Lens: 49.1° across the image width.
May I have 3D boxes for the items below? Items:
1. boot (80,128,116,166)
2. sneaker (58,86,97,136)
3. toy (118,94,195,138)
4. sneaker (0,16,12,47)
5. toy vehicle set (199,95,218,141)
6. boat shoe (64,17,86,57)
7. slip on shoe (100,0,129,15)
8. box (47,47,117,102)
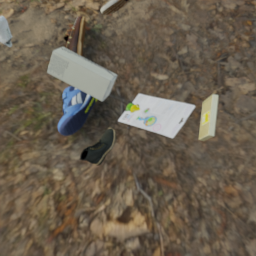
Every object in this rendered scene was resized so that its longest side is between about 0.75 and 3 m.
[{"bbox_3d":[-0.803,0.472,7.560,0.434,0.775,1.120,23,89,32],"label":"boot"},{"bbox_3d":[-1.957,-0.811,10.220,1.068,0.960,2.597,19,55,10],"label":"sneaker"},{"bbox_3d":[0.677,-0.251,6.811,1.726,0.408,0.994,20,63,39],"label":"toy"},{"bbox_3d":[-4.330,-3.382,9.849,0.516,1.282,0.490,45,66,2],"label":"sneaker"},{"bbox_3d":[1.475,-0.177,5.164,0.102,0.478,0.769,11,77,-5],"label":"toy vehicle set"},{"bbox_3d":[-2.298,-3.777,11.849,0.876,0.876,2.490,4,61,-1],"label":"boat shoe"},{"bbox_3d":[-0.264,-3.758,7.996,1.333,0.507,0.404,-34,82,12],"label":"slip on shoe"},{"bbox_3d":[-1.491,-1.761,9.114,2.081,0.855,0.711,29,30,1],"label":"box"}]
